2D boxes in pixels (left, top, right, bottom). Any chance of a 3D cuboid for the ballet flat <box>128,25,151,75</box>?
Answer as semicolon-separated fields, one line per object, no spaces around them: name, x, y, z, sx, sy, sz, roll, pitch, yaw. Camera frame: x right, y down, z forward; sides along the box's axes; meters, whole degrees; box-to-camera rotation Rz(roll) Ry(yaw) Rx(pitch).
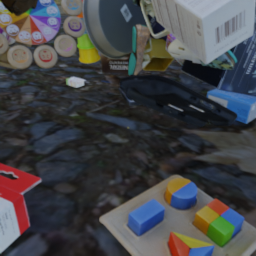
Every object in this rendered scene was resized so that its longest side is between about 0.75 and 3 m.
ballet flat;0.317;-1.813;6.853;0.488;1.451;0.494;-6;53;-12

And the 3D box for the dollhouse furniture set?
dollhouse furniture set;-3.270;-2.674;8.291;1.598;1.961;1.865;20;9;14

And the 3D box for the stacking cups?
stacking cups;-1.266;-3.148;8.405;0.706;2.333;0.706;-1;38;1

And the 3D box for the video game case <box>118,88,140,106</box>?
video game case;0.425;-1.367;11.572;1.294;0.172;1.812;-7;27;-14

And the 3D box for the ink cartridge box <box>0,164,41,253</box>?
ink cartridge box;-2.811;1.671;4.836;1.452;0.841;2.500;13;30;25

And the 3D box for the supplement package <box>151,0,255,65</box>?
supplement package;1.167;-2.039;4.691;0.958;0.961;1.639;-32;54;0

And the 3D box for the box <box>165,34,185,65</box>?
box;1.430;-2.244;8.000;0.179;0.626;0.915;-29;62;-16

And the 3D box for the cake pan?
cake pan;-0.246;-3.449;8.588;0.478;2.608;2.608;12;28;40

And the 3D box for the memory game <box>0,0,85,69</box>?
memory game;-1.956;-2.252;5.501;2.301;2.301;0.147;-12;-1;-22

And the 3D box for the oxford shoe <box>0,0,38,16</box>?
oxford shoe;-1.528;-1.710;3.748;0.370;0.430;1.018;18;27;16

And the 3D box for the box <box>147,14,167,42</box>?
box;1.999;-3.809;9.835;2.580;1.346;1.909;24;-20;-11

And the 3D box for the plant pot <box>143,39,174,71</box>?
plant pot;1.018;-2.680;10.086;0.896;0.890;0.916;-1;71;-19

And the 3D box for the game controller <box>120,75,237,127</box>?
game controller;0.996;-0.482;5.255;2.358;0.497;1.230;17;-14;-37

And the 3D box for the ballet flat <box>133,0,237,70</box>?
ballet flat;1.062;-2.077;5.984;1.051;1.051;2.832;-20;67;-34

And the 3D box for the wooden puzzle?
wooden puzzle;0.957;1.704;5.114;2.161;0.540;2.333;-21;34;-35

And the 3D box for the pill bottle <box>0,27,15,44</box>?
pill bottle;-3.487;-2.444;6.492;0.891;0.891;1.588;24;25;39

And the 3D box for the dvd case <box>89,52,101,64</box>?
dvd case;-1.346;-3.068;12.101;0.903;0.671;0.072;-17;70;-23

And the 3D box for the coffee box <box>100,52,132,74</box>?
coffee box;-0.310;-3.276;10.257;1.352;2.392;0.955;2;32;7

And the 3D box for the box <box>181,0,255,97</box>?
box;3.159;-1.996;7.091;2.856;2.120;1.529;4;24;-30

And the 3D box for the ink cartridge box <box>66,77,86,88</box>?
ink cartridge box;-2.374;-2.073;12.816;0.853;0.287;0.499;20;33;34

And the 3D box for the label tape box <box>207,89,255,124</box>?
label tape box;4.191;-1.053;10.324;2.307;0.763;1.653;-22;35;-39
